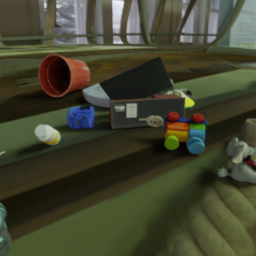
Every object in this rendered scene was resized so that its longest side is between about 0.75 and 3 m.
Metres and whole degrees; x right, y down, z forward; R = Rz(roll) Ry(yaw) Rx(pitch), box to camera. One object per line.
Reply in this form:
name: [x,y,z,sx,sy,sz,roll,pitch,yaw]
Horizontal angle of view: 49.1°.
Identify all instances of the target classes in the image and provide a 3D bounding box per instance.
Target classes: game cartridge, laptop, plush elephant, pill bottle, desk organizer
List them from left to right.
pill bottle: [-2.612,0.219,9.040,0.525,0.525,0.931,4,-15,10]
game cartridge: [-0.984,-1.718,14.026,1.928,0.585,2.892,-25,28,-30]
laptop: [0.492,-2.040,12.518,2.694,1.668,2.878,-21,16,13]
desk organizer: [0.692,-0.724,11.267,2.954,1.059,1.137,-5,17,-12]
plush elephant: [3.063,0.807,7.345,1.359,1.052,1.119,2,21,4]

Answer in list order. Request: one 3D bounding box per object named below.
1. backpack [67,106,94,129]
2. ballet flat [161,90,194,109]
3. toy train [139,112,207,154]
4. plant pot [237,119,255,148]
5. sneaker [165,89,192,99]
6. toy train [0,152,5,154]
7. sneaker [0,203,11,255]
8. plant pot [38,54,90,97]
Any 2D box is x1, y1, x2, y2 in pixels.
backpack: [-1.841,-0.383,10.732,1.016,0.826,0.853,0,24,-1]
ballet flat: [2.043,-1.234,12.760,2.775,0.930,0.927,-15,26,-35]
toy train: [1.396,0.203,9.262,2.312,0.978,1.338,4,35,11]
plant pot: [4.198,0.142,9.446,0.901,0.782,0.901,1,21,0]
sneaker: [2.380,-1.729,14.500,1.666,0.625,0.962,-8,21,-18]
toy train: [-4.097,1.002,7.683,0.759,0.555,1.311,-7,18,19]
sneaker: [-2.782,1.667,5.500,0.778,0.818,2.065,-17,26,-33]
plant pot: [-3.419,-2.963,15.804,2.261,2.261,2.199,10,16,25]
